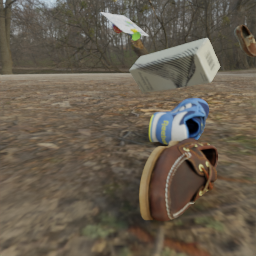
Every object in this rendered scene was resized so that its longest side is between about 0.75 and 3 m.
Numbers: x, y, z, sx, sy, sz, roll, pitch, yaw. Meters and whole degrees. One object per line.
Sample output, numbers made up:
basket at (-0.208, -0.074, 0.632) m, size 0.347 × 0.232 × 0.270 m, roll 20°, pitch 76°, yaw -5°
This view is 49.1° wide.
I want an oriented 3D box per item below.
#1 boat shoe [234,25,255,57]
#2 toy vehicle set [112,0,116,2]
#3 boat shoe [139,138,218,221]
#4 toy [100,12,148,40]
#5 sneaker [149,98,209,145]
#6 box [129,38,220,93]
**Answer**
boat shoe at (4.506, -3.294, 10.600) m, size 0.502 × 1.325 × 0.476 m, roll -32°, pitch -4°, yaw -6°
toy vehicle set at (-0.667, -5.060, 10.329) m, size 0.102 × 0.478 × 0.769 m, roll -4°, pitch -5°, yaw 27°
boat shoe at (0.893, 0.637, 4.245) m, size 0.876 × 0.876 × 2.490 m, roll 2°, pitch 13°, yaw 22°
toy at (-0.183, -3.442, 9.619) m, size 0.994 × 0.408 × 1.726 m, roll -6°, pitch 39°, yaw -36°
sneaker at (1.641, -0.134, 7.473) m, size 1.068 × 0.960 × 2.597 m, roll 11°, pitch 25°, yaw 38°
box at (1.104, -1.490, 7.007) m, size 2.081 × 0.855 × 0.711 m, roll -4°, pitch 40°, yaw 46°
